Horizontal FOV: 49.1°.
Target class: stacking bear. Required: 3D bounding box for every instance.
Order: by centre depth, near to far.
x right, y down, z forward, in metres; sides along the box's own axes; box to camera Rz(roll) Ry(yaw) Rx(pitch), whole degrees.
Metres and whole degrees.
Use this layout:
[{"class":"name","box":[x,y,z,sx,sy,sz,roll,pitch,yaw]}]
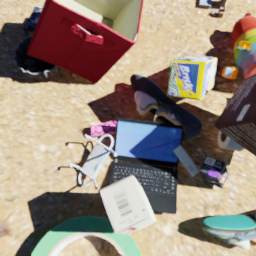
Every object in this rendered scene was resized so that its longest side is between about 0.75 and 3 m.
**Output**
[{"class":"stacking bear","box":[4.414,-2.762,9.693,1.563,1.669,2.749,-3,57,-3]}]

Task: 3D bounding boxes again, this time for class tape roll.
[{"class":"tape roll","box":[-1.042,3.808,7.061,2.995,0.720,2.995,0,66,1]},{"class":"tape roll","box":[3.183,0.278,8.546,0.569,0.828,0.828,10,65,-8]}]

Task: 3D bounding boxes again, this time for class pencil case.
[{"class":"pencil case","box":[-0.782,0.021,8.953,0.916,0.415,0.429,-11,100,-7]}]

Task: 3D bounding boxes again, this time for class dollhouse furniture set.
[{"class":"dollhouse furniture set","box":[3.306,-5.101,11.072,1.159,0.756,1.094,12,66,6]}]

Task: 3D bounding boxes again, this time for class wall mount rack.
[{"class":"wall mount rack","box":[-0.931,0.970,7.955,1.491,0.640,1.717,28,87,38]}]

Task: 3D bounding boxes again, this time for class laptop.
[{"class":"laptop","box":[0.495,1.057,8.016,2.031,1.183,2.291,7,52,4]}]

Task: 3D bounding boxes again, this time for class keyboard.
[{"class":"keyboard","box":[1.742,0.997,8.365,0.290,0.055,1.030,-39,100,-10]}]

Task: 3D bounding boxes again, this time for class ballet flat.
[{"class":"ballet flat","box":[3.345,2.772,7.472,2.730,1.014,1.014,-7,66,-1]},{"class":"ballet flat","box":[0.954,-0.620,8.866,2.955,1.079,1.079,40,72,15]}]

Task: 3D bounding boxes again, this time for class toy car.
[{"class":"toy car","box":[3.503,-2.260,9.333,0.467,1.403,0.688,11,27,-5]}]

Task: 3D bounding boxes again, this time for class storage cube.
[{"class":"storage cube","box":[-1.311,-3.458,8.787,2.556,2.688,2.990,20,62,-25]}]

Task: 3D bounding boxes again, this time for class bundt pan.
[{"class":"bundt pan","box":[-3.059,-2.445,9.920,1.778,0.667,1.778,0,66,0]}]

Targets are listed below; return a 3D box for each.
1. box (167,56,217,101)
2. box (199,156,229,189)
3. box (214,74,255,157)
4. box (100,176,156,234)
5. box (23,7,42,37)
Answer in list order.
[{"class":"box","box":[1.980,-1.567,8.308,0.933,2.902,1.017,10,108,21]},{"class":"box","box":[2.455,1.278,7.983,0.578,0.946,0.502,22,73,34]},{"class":"box","box":[3.726,-0.341,7.065,1.764,2.148,1.782,36,80,-3]},{"class":"box","box":[0.040,1.786,6.298,0.808,1.482,0.948,-25,66,-1]},{"class":"box","box":[-3.153,-3.850,10.573,1.093,0.625,1.201,11,66,6]}]
